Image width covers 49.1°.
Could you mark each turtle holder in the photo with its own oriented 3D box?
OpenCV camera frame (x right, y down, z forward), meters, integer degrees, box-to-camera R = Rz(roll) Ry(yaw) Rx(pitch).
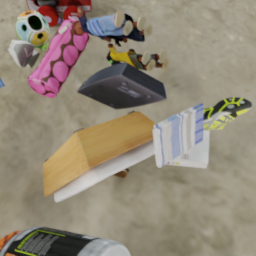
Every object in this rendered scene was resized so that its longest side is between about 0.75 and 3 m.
[{"bbox_3d":[-2.972,-3.000,8.827,1.025,0.958,1.349,-4,91,-26],"label":"turtle holder"}]

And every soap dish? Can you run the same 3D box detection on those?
[{"bbox_3d":[-0.672,0.644,6.153,1.995,2.536,1.030,-22,80,-39],"label":"soap dish"}]

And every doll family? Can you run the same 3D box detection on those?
[{"bbox_3d":[-0.240,-2.277,7.603,1.725,2.984,1.171,17,68,39],"label":"doll family"}]

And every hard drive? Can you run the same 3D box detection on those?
[{"bbox_3d":[-0.181,-0.861,6.172,1.314,1.948,0.412,22,74,-31],"label":"hard drive"}]

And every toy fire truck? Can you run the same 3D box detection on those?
[{"bbox_3d":[-2.845,-5.519,11.401,2.772,2.328,1.554,1,61,0],"label":"toy fire truck"}]

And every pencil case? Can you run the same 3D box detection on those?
[{"bbox_3d":[-1.966,-1.966,7.866,1.005,1.037,2.215,24,76,-2],"label":"pencil case"}]

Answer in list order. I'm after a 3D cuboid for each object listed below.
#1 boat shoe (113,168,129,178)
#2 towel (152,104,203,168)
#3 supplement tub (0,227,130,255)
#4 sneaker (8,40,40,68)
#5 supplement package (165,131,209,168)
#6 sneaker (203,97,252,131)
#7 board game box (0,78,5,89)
[{"bbox_3d":[-0.477,1.251,8.798,1.054,0.380,0.379,12,30,18],"label":"boat shoe"},{"bbox_3d":[0.949,0.132,5.078,1.216,0.893,0.145,-26,34,-28],"label":"towel"},{"bbox_3d":[-1.295,2.667,5.057,2.523,1.546,1.546,-2,56,32],"label":"supplement tub"},{"bbox_3d":[-3.209,-2.233,8.268,0.801,2.000,0.703,32,89,-12],"label":"sneaker"},{"bbox_3d":[1.381,0.488,6.654,1.006,0.558,0.784,4,71,13],"label":"supplement package"},{"bbox_3d":[2.263,-0.294,6.758,1.421,0.543,0.536,-20,33,13],"label":"sneaker"},{"bbox_3d":[-4.630,-1.765,6.856,0.511,2.792,2.112,11,42,36],"label":"board game box"}]
